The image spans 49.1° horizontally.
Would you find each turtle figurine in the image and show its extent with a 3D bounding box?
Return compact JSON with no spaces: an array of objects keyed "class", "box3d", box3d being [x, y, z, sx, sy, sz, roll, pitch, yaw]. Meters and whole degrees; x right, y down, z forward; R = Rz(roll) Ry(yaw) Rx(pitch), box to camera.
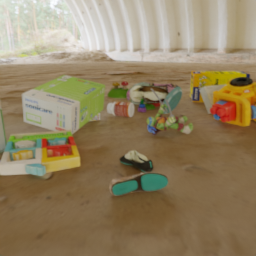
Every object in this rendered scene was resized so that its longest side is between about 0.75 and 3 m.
[{"class":"turtle figurine","box3d":[1.337,-0.398,8.613,1.389,1.433,1.031,13,-4,-25]}]

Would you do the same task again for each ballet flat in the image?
[{"class":"ballet flat","box3d":[0.190,0.721,6.448,0.346,0.348,1.017,-17,23,-42]},{"class":"ballet flat","box3d":[0.186,1.027,5.386,1.153,0.392,0.388,-3,9,-15]},{"class":"ballet flat","box3d":[0.884,-1.502,12.436,2.946,1.018,1.048,5,15,38]}]

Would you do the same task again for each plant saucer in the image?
[{"class":"plant saucer","box3d":[1.704,-1.017,10.744,0.166,1.215,1.215,38,34,24]}]

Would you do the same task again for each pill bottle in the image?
[{"class":"pill bottle","box3d":[-0.300,-0.741,11.055,0.991,0.556,0.556,6,17,20]}]

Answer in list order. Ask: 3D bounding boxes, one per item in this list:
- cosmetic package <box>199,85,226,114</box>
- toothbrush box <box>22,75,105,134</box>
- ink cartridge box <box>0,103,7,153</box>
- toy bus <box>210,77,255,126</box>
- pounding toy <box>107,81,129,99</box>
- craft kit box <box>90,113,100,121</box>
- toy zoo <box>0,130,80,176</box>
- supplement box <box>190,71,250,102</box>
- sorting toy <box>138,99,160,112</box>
[{"class":"cosmetic package","box3d":[3.819,-1.238,11.820,1.463,1.103,0.378,-9,-15,-28]},{"class":"toothbrush box","box3d":[-2.113,-0.884,9.651,1.787,1.057,2.455,15,27,14]},{"class":"ink cartridge box","box3d":[-4.740,-0.350,7.017,2.879,2.101,1.210,3,18,15]},{"class":"toy bus","box3d":[3.995,-0.734,9.796,2.111,1.492,2.199,-27,31,-31]},{"class":"pounding toy","box3d":[-0.410,-2.167,15.387,1.429,0.859,1.851,1,17,2]},{"class":"craft kit box","box3d":[-1.940,-0.518,10.773,1.382,0.335,1.365,-7,15,-23]},{"class":"toy zoo","box3d":[-2.169,0.595,7.008,1.726,0.269,2.630,-5,17,-16]},{"class":"supplement box","box3d":[4.496,-2.075,14.025,2.619,1.434,1.425,2,16,8]},{"class":"sorting toy","box3d":[0.910,-1.202,12.460,0.672,0.667,1.938,8,17,24]}]
